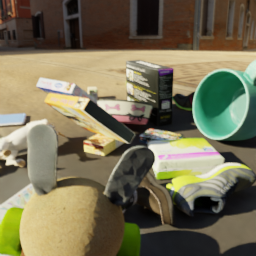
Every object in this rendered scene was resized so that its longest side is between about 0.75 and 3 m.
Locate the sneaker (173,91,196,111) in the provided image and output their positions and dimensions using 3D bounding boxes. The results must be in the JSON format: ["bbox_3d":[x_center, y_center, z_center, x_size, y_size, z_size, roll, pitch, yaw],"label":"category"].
[{"bbox_3d":[3.158,-1.283,12.705,0.980,1.070,2.553,-18,27,-41],"label":"sneaker"}]

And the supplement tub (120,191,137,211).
[{"bbox_3d":[-0.279,1.382,5.354,0.521,0.521,0.850,19,25,42],"label":"supplement tub"}]

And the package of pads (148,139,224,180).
[{"bbox_3d":[1.485,0.790,7.647,1.778,0.606,1.373,-3,20,-7],"label":"package of pads"}]

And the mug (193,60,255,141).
[{"bbox_3d":[3.675,-0.745,9.090,1.713,2.276,2.770,2,-7,-30],"label":"mug"}]

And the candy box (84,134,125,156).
[{"bbox_3d":[-0.705,0.435,8.971,0.771,0.369,1.336,10,23,29],"label":"candy box"}]

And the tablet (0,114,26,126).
[{"bbox_3d":[-5.266,-0.279,11.302,2.106,0.144,1.370,-4,20,-14],"label":"tablet"}]

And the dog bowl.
[{"bbox_3d":[-0.143,-0.565,10.406,2.060,0.759,2.060,4,0,0],"label":"dog bowl"}]

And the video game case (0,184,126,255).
[{"bbox_3d":[-1.508,1.798,5.327,2.315,0.279,2.539,8,21,21],"label":"video game case"}]

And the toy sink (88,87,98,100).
[{"bbox_3d":[-1.872,-1.807,14.890,0.504,0.587,0.900,-3,19,-9],"label":"toy sink"}]

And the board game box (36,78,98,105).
[{"bbox_3d":[-2.377,-1.312,11.964,2.210,0.455,2.205,15,-12,36],"label":"board game box"}]

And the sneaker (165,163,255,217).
[{"bbox_3d":[1.899,1.389,5.989,2.119,0.783,0.857,-14,30,-15],"label":"sneaker"}]

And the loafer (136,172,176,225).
[{"bbox_3d":[0.439,1.492,5.857,0.626,0.641,1.756,-16,18,-13],"label":"loafer"}]

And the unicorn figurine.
[{"bbox_3d":[-2.900,0.330,8.204,2.806,1.036,1.928,-18,17,-30],"label":"unicorn figurine"}]

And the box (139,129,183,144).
[{"bbox_3d":[1.116,0.350,9.415,1.257,0.237,0.858,10,22,26],"label":"box"}]

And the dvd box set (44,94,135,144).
[{"bbox_3d":[-1.202,-0.312,8.266,1.843,0.370,2.520,38,-15,-37],"label":"dvd box set"}]

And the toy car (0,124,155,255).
[{"bbox_3d":[-0.645,1.107,3.406,2.018,2.457,1.938,11,25,-7],"label":"toy car"}]

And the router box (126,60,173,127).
[{"bbox_3d":[0.809,-1.572,11.801,0.763,2.228,2.988,-10,23,-21],"label":"router box"}]
